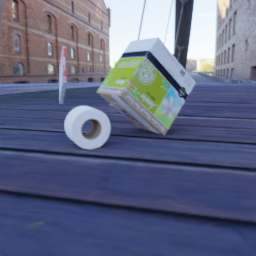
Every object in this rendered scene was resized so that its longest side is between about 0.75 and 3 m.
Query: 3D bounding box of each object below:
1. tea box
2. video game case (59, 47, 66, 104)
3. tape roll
[{"bbox_3d":[0.600,-1.259,8.729,2.138,2.104,1.429,38,-12,-34],"label":"tea box"},{"bbox_3d":[-2.530,-2.026,10.816,0.158,1.807,1.292,3,-34,-18],"label":"video game case"},{"bbox_3d":[-1.064,-0.021,7.272,1.043,1.043,0.716,-5,12,-25],"label":"tape roll"}]
